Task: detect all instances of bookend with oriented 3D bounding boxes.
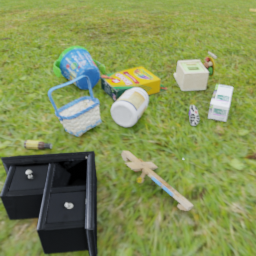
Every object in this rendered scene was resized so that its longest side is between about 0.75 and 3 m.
[{"bbox_3d":[-2.189,1.998,7.455,2.705,1.246,2.688,-3,36,-4],"label":"bookend"}]

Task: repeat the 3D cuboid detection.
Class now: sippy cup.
[{"bbox_3d":[-2.343,-2.860,13.958,2.376,1.866,1.741,-35,55,-8],"label":"sippy cup"}]

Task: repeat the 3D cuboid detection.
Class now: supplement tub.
[{"bbox_3d":[0.111,-0.887,11.548,1.151,1.151,1.594,15,38,20],"label":"supplement tub"}]

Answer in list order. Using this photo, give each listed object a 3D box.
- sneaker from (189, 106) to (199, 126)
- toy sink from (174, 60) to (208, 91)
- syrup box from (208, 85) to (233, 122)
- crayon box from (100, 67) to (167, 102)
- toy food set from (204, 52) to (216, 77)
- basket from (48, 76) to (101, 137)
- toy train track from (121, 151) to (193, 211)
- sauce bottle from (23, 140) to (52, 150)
[{"bbox_3d":[2.723,-0.460,11.667,0.405,0.419,1.005,9,53,1],"label":"sneaker"},{"bbox_3d":[3.156,-2.797,14.302,1.225,1.053,1.879,-3,36,-4],"label":"toy sink"},{"bbox_3d":[4.037,-1.113,12.206,0.747,0.773,1.898,12,37,18],"label":"syrup box"},{"bbox_3d":[0.295,-2.211,13.777,2.843,0.722,1.805,-18,39,-24],"label":"crayon box"},{"bbox_3d":[3.935,-3.078,13.922,0.431,1.319,0.776,-20,49,-10],"label":"toy food set"},{"bbox_3d":[-1.999,-0.809,10.669,1.750,1.984,1.380,-30,33,-32],"label":"basket"},{"bbox_3d":[0.747,1.651,8.568,2.731,0.444,1.567,37,16,31],"label":"toy train track"},{"bbox_3d":[-3.270,0.636,10.172,0.979,0.317,0.317,6,36,4],"label":"sauce bottle"}]
